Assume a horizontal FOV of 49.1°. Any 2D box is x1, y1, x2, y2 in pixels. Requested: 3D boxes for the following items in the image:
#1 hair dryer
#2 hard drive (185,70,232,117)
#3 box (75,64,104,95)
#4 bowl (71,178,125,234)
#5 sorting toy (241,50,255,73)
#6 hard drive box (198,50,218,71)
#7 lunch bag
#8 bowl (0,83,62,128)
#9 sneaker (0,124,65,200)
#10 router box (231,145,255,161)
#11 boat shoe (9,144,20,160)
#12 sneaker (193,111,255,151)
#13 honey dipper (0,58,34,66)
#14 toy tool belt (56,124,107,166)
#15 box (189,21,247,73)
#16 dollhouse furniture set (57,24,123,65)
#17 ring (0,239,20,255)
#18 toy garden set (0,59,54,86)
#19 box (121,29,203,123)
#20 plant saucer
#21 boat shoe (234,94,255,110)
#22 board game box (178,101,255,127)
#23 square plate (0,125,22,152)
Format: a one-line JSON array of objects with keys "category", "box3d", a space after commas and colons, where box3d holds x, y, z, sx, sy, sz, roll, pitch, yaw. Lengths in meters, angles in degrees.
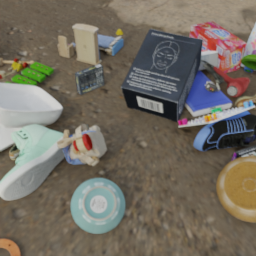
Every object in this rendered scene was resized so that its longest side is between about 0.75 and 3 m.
[{"category": "hair dryer", "box3d": [3.868, -1.970, 10.901, 2.362, 0.642, 1.799, 11, 53, -22]}, {"category": "hard drive", "box3d": [2.669, -1.452, 10.979, 1.603, 0.308, 2.429, -13, 45, -14]}, {"category": "box", "box3d": [-1.493, -1.908, 11.027, 1.149, 0.906, 0.293, -28, 49, -26]}, {"category": "bowl", "box3d": [-0.698, 1.834, 6.748, 1.368, 0.716, 1.368, 3, 70, -9]}, {"category": "sorting toy", "box3d": [4.971, -2.456, 10.340, 2.014, 0.827, 1.210, 22, 0, -37]}, {"category": "hard drive box", "box3d": [2.745, -2.837, 11.906, 1.648, 0.633, 1.284, -15, 23, -19]}, {"category": "lunch bag", "box3d": [5.950, -3.388, 11.839, 1.661, 1.959, 1.245, 26, 49, 26]}, {"category": "bowl", "box3d": [-3.595, -0.696, 9.313, 2.277, 0.851, 2.281, -5, 30, -45]}, {"category": "sneaker", "box3d": [-2.991, 0.856, 7.988, 1.569, 0.979, 2.660, 23, 38, 15]}, {"category": "router box", "box3d": [4.234, 1.069, 8.140, 1.883, 0.481, 1.404, -15, 45, -15]}, {"category": "boat shoe", "box3d": [-3.395, 0.609, 8.772, 0.322, 0.295, 0.862, 9, 42, 12]}, {"category": "sneaker", "box3d": [3.287, 0.202, 8.770, 2.586, 0.907, 1.007, -23, 42, -23]}, {"category": "honey dipper", "box3d": [-5.144, -2.923, 12.570, 1.881, 0.357, 0.357, 3, 43, -1]}, {"category": "toy tool belt", "box3d": [-1.382, 0.570, 7.776, 1.189, 1.935, 1.208, -20, 85, 8]}, {"category": "box", "box3d": [3.905, -3.658, 12.627, 1.226, 1.281, 2.569, -16, 45, -16]}, {"category": "dollhouse furniture set", "box3d": [-1.694, -4.405, 13.190, 2.337, 1.615, 2.476, 19, 46, 18]}, {"category": "ring", "box3d": [-2.996, 3.060, 6.293, 1.120, 0.107, 1.120, 0, 42, 0]}, {"category": "toy garden set", "box3d": [-4.374, -2.039, 11.411, 1.758, 0.421, 2.109, 22, 45, 12]}, {"category": "box", "box3d": [1.254, -1.880, 9.952, 2.002, 1.444, 2.697, 18, 69, 18]}, {"category": "plant saucer", "box3d": [3.015, 1.437, 6.915, 1.682, 0.298, 1.682, -14, 58, 23]}, {"category": "boat shoe", "box3d": [4.659, -0.902, 10.293, 1.407, 0.532, 0.520, -12, 50, -3]}, {"category": "board game box", "box3d": [2.776, -0.431, 9.047, 1.794, 0.232, 1.795, -19, 3, -21]}, {"category": "square plate", "box3d": [-4.421, 0.267, 9.159, 1.811, 0.260, 1.828, 33, 53, 31]}]
